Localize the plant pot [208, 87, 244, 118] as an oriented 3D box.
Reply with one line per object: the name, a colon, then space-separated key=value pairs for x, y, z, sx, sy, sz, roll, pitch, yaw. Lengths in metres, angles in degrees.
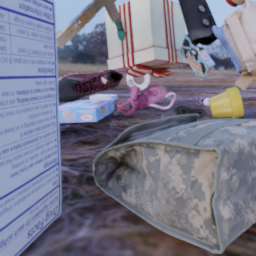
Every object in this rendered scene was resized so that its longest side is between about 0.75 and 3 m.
plant pot: x=3.948 y=-0.925 z=11.420 sx=1.165 sy=1.238 sz=1.238 roll=-14 pitch=8 yaw=14

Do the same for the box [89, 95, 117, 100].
box: x=-1.196 y=-1.244 z=13.816 sx=1.142 sy=0.746 sz=1.136 roll=2 pitch=11 yaw=12

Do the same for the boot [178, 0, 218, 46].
boot: x=1.475 y=-3.255 z=7.504 sx=1.778 sy=2.157 sz=0.708 roll=-13 pitch=-2 yaw=-24

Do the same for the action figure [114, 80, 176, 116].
action figure: x=0.493 y=-0.980 z=11.783 sx=1.825 sy=1.642 sz=2.452 roll=37 pitch=41 yaw=29

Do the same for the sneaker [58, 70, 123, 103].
sneaker: x=-0.864 y=-1.071 z=6.536 sx=1.729 sy=0.654 sz=0.999 roll=-25 pitch=13 yaw=-33

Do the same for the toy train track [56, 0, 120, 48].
toy train track: x=-1.061 y=-3.176 z=7.471 sx=0.425 sy=2.614 sz=1.499 roll=31 pitch=-16 yaw=34

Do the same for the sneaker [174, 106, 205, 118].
sneaker: x=2.573 y=-0.632 z=11.743 sx=1.277 sy=0.485 sz=0.579 roll=10 pitch=4 yaw=14

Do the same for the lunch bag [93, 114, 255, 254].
lunch bag: x=0.757 y=0.479 z=3.870 sx=1.776 sy=1.273 sz=2.165 roll=-10 pitch=9 yaw=-41

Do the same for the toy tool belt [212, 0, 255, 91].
toy tool belt: x=2.781 y=-2.298 z=7.021 sx=1.536 sy=2.460 sz=1.512 roll=-3 pitch=-29 yaw=-31

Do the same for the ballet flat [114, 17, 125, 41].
ballet flat: x=-0.222 y=-3.008 z=8.467 sx=0.267 sy=0.284 sz=0.787 roll=12 pitch=-29 yaw=25

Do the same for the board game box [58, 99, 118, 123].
board game box: x=-1.787 y=-0.712 z=11.137 sx=2.132 sy=0.516 sz=2.819 roll=-2 pitch=12 yaw=15

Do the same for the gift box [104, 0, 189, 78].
gift box: x=0.701 y=-3.459 z=11.651 sx=2.761 sy=2.794 sz=2.992 roll=-8 pitch=3 yaw=-42

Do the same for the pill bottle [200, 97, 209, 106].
pill bottle: x=4.342 y=-1.450 z=15.627 sx=0.455 sy=0.455 sz=0.809 roll=-1 pitch=11 yaw=-7

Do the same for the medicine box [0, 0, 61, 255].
medicine box: x=-1.749 y=0.034 z=2.322 sx=1.372 sy=2.666 sz=2.429 roll=4 pitch=12 yaw=15

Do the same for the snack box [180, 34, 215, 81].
snack box: x=2.489 y=-2.587 z=10.239 sx=0.288 sy=1.551 sz=0.901 roll=-24 pitch=-21 yaw=-14

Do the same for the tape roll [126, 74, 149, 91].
tape roll: x=1.002 y=-4.971 z=28.352 sx=2.438 sy=2.438 sz=0.445 roll=-4 pitch=1 yaw=-21
